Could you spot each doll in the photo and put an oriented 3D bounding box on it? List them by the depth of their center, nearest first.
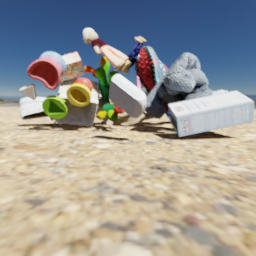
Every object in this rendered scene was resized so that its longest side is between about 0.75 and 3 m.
[{"bbox_3d":[0.181,-2.662,10.546,0.364,1.501,1.024,36,34,10],"label":"doll"}]

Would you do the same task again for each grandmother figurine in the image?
[{"bbox_3d":[-0.806,-2.722,9.683,2.004,0.607,1.215,43,16,11],"label":"grandmother figurine"}]

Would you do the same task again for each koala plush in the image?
[{"bbox_3d":[2.213,-1.036,9.409,2.273,2.474,2.194,-54,4,-39],"label":"koala plush"}]

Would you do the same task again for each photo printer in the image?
[{"bbox_3d":[-0.003,-0.758,7.155,1.055,0.878,0.366,40,61,15],"label":"photo printer"}]

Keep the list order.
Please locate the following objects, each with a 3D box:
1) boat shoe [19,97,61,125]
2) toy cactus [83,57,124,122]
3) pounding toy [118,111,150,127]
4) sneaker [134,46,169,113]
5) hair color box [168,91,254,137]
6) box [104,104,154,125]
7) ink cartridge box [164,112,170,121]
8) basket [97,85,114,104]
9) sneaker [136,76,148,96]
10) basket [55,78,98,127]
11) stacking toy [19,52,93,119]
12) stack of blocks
[{"bbox_3d":[-3.085,-0.655,11.851,2.880,1.228,1.064,-3,-24,-18],"label":"boat shoe"},{"bbox_3d":[-0.922,-1.151,10.617,1.493,2.920,2.409,-8,-34,-25],"label":"toy cactus"},{"bbox_3d":[0.319,-0.831,11.744,1.805,1.036,1.032,-15,20,15],"label":"pounding toy"},{"bbox_3d":[1.300,-2.114,11.951,1.382,2.893,1.147,-29,9,-41],"label":"sneaker"},{"bbox_3d":[2.325,-0.432,8.051,2.137,0.648,1.058,-11,24,-1],"label":"hair color box"},{"bbox_3d":[-0.018,-0.781,12.803,2.202,1.046,0.856,-9,8,-12],"label":"box"},{"bbox_3d":[2.719,-1.058,13.105,1.829,0.770,1.322,-39,-12,24],"label":"ink cartridge box"},{"bbox_3d":[-0.864,-1.485,11.871,0.910,0.919,0.739,-5,15,30],"label":"basket"},{"bbox_3d":[0.773,-2.201,13.701,0.727,1.524,0.602,-4,-22,4],"label":"sneaker"},{"bbox_3d":[-1.972,-0.996,10.733,1.507,1.212,1.494,6,-39,-12],"label":"basket"},{"bbox_3d":[-2.366,-1.409,9.388,1.909,2.109,0.891,-34,26,32],"label":"stacking toy"},{"bbox_3d":[-2.331,-2.042,9.829,1.405,0.411,0.809,-21,-25,-11],"label":"stack of blocks"}]
